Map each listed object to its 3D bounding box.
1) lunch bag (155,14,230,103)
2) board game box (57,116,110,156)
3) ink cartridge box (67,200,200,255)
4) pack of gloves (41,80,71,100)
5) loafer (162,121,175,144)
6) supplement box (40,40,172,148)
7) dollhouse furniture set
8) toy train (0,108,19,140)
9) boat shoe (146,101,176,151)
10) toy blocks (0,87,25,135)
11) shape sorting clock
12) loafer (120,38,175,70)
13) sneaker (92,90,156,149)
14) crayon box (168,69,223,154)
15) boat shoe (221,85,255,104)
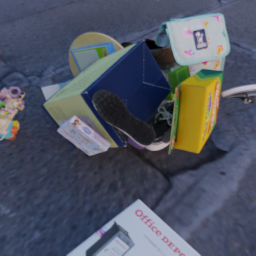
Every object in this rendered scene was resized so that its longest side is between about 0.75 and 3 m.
[{"bbox_3d":[2.311,-2.720,10.594,2.529,2.968,1.810,-16,44,-18],"label":"lunch bag"},{"bbox_3d":[-1.157,0.241,7.147,1.134,1.131,0.233,41,62,-16],"label":"board game box"},{"bbox_3d":[-0.129,3.108,5.560,2.791,1.195,2.060,-33,51,-28],"label":"ink cartridge box"},{"bbox_3d":[-2.247,-1.076,10.392,1.543,0.304,1.296,-22,84,-23],"label":"pack of gloves"},{"bbox_3d":[1.383,0.129,8.815,0.326,0.285,0.906,36,85,4],"label":"loafer"},{"bbox_3d":[-0.662,-0.885,8.360,2.620,1.761,2.623,-6,35,49],"label":"supplement box"},{"bbox_3d":[0.694,-1.474,9.702,2.801,1.400,1.081,-1,23,36],"label":"dollhouse furniture set"},{"bbox_3d":[-4.582,0.049,9.401,2.081,0.579,1.563,29,51,32],"label":"toy train"},{"bbox_3d":[1.344,-0.244,9.450,0.929,0.860,2.517,30,51,29],"label":"boat shoe"},{"bbox_3d":[-3.535,-0.604,7.549,1.040,1.235,1.154,32,68,-11],"label":"toy blocks"},{"bbox_3d":[-0.972,-2.138,10.124,2.660,2.660,0.522,20,46,21],"label":"shape sorting clock"},{"bbox_3d":[0.605,-2.634,9.408,2.312,0.825,0.844,23,43,33],"label":"loafer"},{"bbox_3d":[-0.215,-0.103,6.457,1.712,0.750,0.648,43,65,-1],"label":"sneaker"},{"bbox_3d":[1.987,-0.516,7.941,0.733,1.832,2.886,13,26,24],"label":"crayon box"},{"bbox_3d":[3.644,-0.980,8.406,1.582,0.536,0.567,-7,-1,4],"label":"boat shoe"}]
